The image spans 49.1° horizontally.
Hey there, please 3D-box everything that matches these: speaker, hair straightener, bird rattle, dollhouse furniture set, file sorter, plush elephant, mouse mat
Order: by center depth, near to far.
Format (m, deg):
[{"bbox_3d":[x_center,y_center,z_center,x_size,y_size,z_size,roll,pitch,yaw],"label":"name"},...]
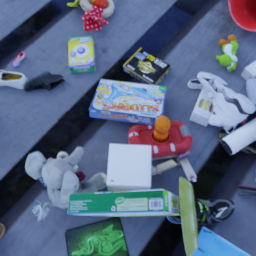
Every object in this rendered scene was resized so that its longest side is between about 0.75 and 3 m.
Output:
[{"bbox_3d":[2.489,4.467,8.061,1.735,1.534,2.501,30,77,11],"label":"file sorter"},{"bbox_3d":[-2.048,1.518,9.016,2.193,2.062,2.663,32,47,15],"label":"plush elephant"},{"bbox_3d":[-1.048,3.975,9.339,1.966,0.074,1.582,-13,65,-7],"label":"mouse mat"},{"bbox_3d":[4.611,2.414,9.768,1.502,0.307,0.578,8,63,19],"label":"hair straightener"},{"bbox_3d":[1.664,1.655,9.869,1.382,1.095,0.981,-20,72,-11],"label":"dollhouse furniture set"},{"bbox_3d":[4.256,0.283,10.195,1.680,0.682,0.682,-31,68,-4],"label":"speaker"},{"bbox_3d":[-1.610,-5.938,13.448,2.174,1.502,2.667,-32,71,-32],"label":"bird rattle"}]

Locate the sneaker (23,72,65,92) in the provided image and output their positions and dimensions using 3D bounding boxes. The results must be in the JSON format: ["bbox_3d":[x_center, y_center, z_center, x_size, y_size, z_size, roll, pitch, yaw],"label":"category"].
[{"bbox_3d":[-3.562,-1.864,11.895,1.623,0.488,0.847,-37,65,-20],"label":"sneaker"}]

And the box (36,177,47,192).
[{"bbox_3d":[-2.938,1.756,10.322,0.847,0.212,0.853,-38,71,-16],"label":"box"}]

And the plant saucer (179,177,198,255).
[{"bbox_3d":[1.781,2.532,8.128,0.345,2.218,2.218,-6,64,14],"label":"plant saucer"}]

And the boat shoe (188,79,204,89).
[{"bbox_3d":[3.127,-1.918,11.983,1.104,0.378,0.398,5,64,2],"label":"boat shoe"}]

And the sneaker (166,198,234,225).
[{"bbox_3d":[2.461,2.806,9.390,2.328,0.965,0.825,-4,66,-2],"label":"sneaker"}]

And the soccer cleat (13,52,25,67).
[{"bbox_3d":[-4.926,-3.073,12.581,0.265,0.304,0.795,25,66,11],"label":"soccer cleat"}]

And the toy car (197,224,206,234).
[{"bbox_3d":[2.415,3.752,9.312,0.600,0.407,1.224,-15,75,6],"label":"toy car"}]

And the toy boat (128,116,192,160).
[{"bbox_3d":[1.166,0.198,10.185,2.358,1.541,1.539,-8,46,-5],"label":"toy boat"}]

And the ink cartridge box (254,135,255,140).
[{"bbox_3d":[5.505,0.478,9.765,2.173,0.545,1.762,45,64,-11],"label":"ink cartridge box"}]

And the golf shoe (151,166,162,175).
[{"bbox_3d":[0.963,1.600,10.174,0.286,0.761,0.348,32,82,-21],"label":"golf shoe"}]

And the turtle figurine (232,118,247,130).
[{"bbox_3d":[4.199,-0.416,11.148,1.302,0.656,0.975,20,60,18],"label":"turtle figurine"}]

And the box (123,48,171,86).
[{"bbox_3d":[0.834,-2.623,12.315,1.665,0.411,1.330,36,68,16],"label":"box"}]

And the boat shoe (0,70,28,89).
[{"bbox_3d":[-5.321,-2.158,11.901,2.092,0.731,0.742,11,65,5],"label":"boat shoe"}]

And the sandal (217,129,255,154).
[{"bbox_3d":[4.515,0.569,10.720,2.144,0.612,0.851,19,62,27],"label":"sandal"}]

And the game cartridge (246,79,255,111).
[{"bbox_3d":[6.246,-1.231,11.429,2.553,0.517,1.702,4,57,2],"label":"game cartridge"}]

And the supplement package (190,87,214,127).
[{"bbox_3d":[3.097,-0.845,11.270,0.743,0.715,1.306,23,67,8],"label":"supplement package"}]

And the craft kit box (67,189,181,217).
[{"bbox_3d":[0.088,2.295,8.267,2.702,2.669,0.656,-7,67,19],"label":"craft kit box"}]

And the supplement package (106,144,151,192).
[{"bbox_3d":[0.041,1.557,9.291,1.331,2.222,1.347,3,65,1],"label":"supplement package"}]

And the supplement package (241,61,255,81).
[{"bbox_3d":[5.463,-2.482,12.174,0.868,0.526,0.520,-34,69,-15],"label":"supplement package"}]

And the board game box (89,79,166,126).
[{"bbox_3d":[0.044,-1.037,11.160,2.786,0.480,1.886,7,48,6],"label":"board game box"}]

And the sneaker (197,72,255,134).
[{"bbox_3d":[3.362,-0.967,10.625,2.530,1.454,0.951,45,32,25],"label":"sneaker"}]

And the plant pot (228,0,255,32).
[{"bbox_3d":[6.476,-5.981,12.656,2.514,2.842,2.842,-22,65,-29],"label":"plant pot"}]

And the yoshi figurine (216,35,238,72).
[{"bbox_3d":[4.402,-3.322,12.417,0.922,0.925,1.646,0,67,8],"label":"yoshi figurine"}]

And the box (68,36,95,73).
[{"bbox_3d":[-2.105,-3.430,12.671,1.144,0.472,1.950,-6,63,-2],"label":"box"}]

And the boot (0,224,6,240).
[{"bbox_3d":[-4.698,3.982,8.973,0.709,0.726,1.925,18,67,6],"label":"boot"}]
